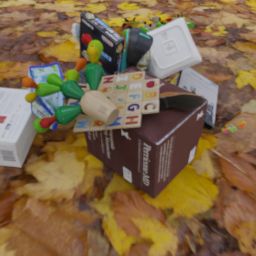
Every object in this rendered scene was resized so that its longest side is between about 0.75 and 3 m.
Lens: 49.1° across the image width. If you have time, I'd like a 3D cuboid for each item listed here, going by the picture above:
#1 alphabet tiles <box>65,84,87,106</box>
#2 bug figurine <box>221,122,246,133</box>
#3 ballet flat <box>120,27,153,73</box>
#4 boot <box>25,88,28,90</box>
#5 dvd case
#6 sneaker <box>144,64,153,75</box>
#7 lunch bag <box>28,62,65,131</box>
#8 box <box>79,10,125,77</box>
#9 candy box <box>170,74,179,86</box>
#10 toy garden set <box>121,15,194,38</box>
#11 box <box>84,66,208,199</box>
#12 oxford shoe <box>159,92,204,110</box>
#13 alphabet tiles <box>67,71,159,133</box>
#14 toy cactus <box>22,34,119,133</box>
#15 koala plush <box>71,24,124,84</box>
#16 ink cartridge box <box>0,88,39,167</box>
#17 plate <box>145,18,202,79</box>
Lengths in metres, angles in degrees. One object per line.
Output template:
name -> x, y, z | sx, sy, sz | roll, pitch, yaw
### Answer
alphabet tiles -> -1.242, -0.961, 10.091 | 2.277, 1.895, 0.072 | 6, 62, 5
bug figurine -> 3.692, 0.000, 9.853 | 0.645, 0.214, 0.832 | -26, 3, -23
ballet flat -> 0.261, -2.350, 9.540 | 1.077, 2.949, 1.077 | 2, 77, -8
boot -> -4.056, -1.753, 11.988 | 1.386, 0.523, 1.582 | 25, 48, 26
dvd case -> 2.606, -1.248, 10.689 | 1.789, 0.294, 2.381 | 31, 49, -11
sneaker -> 0.816, -1.911, 10.262 | 0.514, 0.843, 1.292 | 3, 31, -23
lunch bag -> -2.536, -0.903, 8.921 | 1.153, 1.538, 1.809 | -16, 83, -21
box -> -0.900, -2.550, 9.067 | 0.437, 1.748, 1.761 | -35, 67, -27
candy box -> 2.051, -1.100, 10.849 | 1.521, 0.393, 2.976 | 36, 46, 8
toy garden set -> 0.974, -4.183, 11.154 | 2.527, 0.504, 2.107 | -16, 33, -9
box -> 0.422, 0.011, 8.461 | 2.838, 2.355, 2.331 | 31, 51, 31
oxford shoe -> 1.253, -0.754, 7.101 | 1.310, 0.467, 0.467 | 3, 38, 17
alphabet tiles -> -0.431, -0.732, 7.291 | 2.500, 0.079, 2.081 | -5, 46, 14
toy cactus -> -1.170, -0.882, 6.579 | 2.209, 1.369, 2.678 | 33, 77, 24
koala plush -> -1.149, -2.963, 11.216 | 2.338, 2.636, 2.423 | 24, 67, 29
ink cartridge box -> -4.466, -0.155, 9.570 | 2.419, 1.155, 2.756 | 6, 42, -1
plate -> 1.400, -2.703, 9.486 | 1.707, 0.276, 1.711 | -23, 85, 6
